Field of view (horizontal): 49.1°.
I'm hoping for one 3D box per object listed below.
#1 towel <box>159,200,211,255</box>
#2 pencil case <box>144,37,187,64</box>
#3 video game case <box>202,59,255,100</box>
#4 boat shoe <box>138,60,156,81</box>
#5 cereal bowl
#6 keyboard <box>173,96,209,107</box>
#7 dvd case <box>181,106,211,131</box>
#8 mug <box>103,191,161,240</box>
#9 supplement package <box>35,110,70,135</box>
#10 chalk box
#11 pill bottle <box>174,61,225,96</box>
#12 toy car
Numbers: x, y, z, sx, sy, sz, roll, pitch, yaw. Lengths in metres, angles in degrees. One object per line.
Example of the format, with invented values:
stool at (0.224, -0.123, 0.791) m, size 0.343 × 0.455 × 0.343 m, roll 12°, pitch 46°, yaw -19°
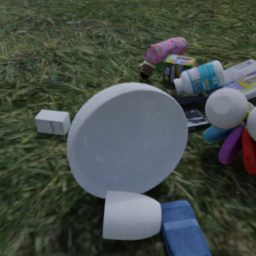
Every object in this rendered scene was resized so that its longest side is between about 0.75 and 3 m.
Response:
towel at (1.140, 2.208, 5.967) m, size 0.827 × 0.359 × 1.481 m, roll -5°, pitch 34°, yaw -8°
pencil case at (1.944, -3.961, 14.335) m, size 2.367 × 1.035 × 1.035 m, roll -26°, pitch 42°, yaw -30°
video game case at (4.207, -1.722, 10.837) m, size 2.562 × 0.283 × 2.332 m, roll -22°, pitch 31°, yaw 3°
boat shoe at (0.684, -2.336, 11.827) m, size 0.686 × 0.687 × 1.858 m, roll 24°, pitch -1°, yaw 0°
cereal bowl at (-0.084, 0.223, 6.658) m, size 2.863 × 2.863 × 1.192 m, roll -12°, pitch 33°, yaw -16°
keyboard at (1.624, -0.942, 9.937) m, size 2.754 × 0.284 × 1.750 m, roll -7°, pitch 13°, yaw -15°
dvd case at (1.618, -0.331, 9.733) m, size 1.975 × 0.244 × 1.484 m, roll -10°, pitch 36°, yaw -14°
mug at (0.081, 1.839, 6.094) m, size 1.151 × 0.970 × 1.313 m, roll 4°, pitch 8°, yaw -2°
supplement package at (-2.469, -0.179, 9.233) m, size 0.963 × 0.563 × 0.565 m, roll 6°, pitch 36°, yaw 10°
chalk box at (2.077, -2.574, 12.322) m, size 1.584 × 0.989 × 0.982 m, roll 15°, pitch 38°, yaw 19°
pill bottle at (2.711, -1.832, 10.774) m, size 1.801 × 0.998 × 0.998 m, roll -18°, pitch 33°, yaw 12°
toy car at (3.192, 0.188, 7.614) m, size 2.581 × 1.936 × 2.259 m, roll 26°, pitch 6°, yaw 33°
